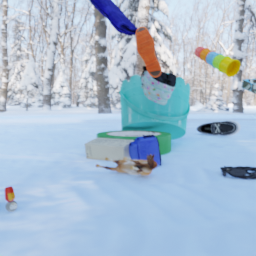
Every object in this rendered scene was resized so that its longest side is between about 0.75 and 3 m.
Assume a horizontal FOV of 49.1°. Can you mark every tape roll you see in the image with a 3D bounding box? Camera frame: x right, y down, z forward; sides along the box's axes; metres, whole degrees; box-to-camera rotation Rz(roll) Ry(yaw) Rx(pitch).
[{"bbox_3d":[0.199,0.498,9.898,2.633,0.633,2.633,0,4,0],"label":"tape roll"}]

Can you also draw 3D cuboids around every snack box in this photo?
[{"bbox_3d":[5.530,-1.478,10.785,1.211,0.387,2.084,-8,26,-14],"label":"snack box"}]

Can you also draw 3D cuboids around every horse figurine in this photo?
[{"bbox_3d":[0.063,0.855,6.384,1.616,0.403,1.071,-7,-17,40],"label":"horse figurine"}]

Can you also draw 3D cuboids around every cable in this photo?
[{"bbox_3d":[2.599,1.015,6.421,0.911,0.231,0.743,-1,-1,10],"label":"cable"}]

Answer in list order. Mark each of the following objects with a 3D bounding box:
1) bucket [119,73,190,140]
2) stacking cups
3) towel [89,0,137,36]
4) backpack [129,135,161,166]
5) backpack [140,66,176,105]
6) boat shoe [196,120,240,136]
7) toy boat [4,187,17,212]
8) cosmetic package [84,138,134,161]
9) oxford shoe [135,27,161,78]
[{"bbox_3d":[1.087,-0.742,11.618,3.082,2.005,3.082,3,-18,1],"label":"bucket"},{"bbox_3d":[3.702,-2.994,12.097,0.747,0.747,2.470,-2,32,-27],"label":"stacking cups"},{"bbox_3d":[-0.404,-3.083,7.663,0.343,1.386,1.023,-45,-16,25],"label":"towel"},{"bbox_3d":[0.442,0.582,7.736,0.852,0.825,1.016,-3,6,-1],"label":"backpack"},{"bbox_3d":[1.019,-1.402,9.279,1.218,0.924,1.460,12,26,-11],"label":"backpack"},{"bbox_3d":[4.653,0.025,14.652,0.777,0.823,2.294,-4,3,-40],"label":"boat shoe"},{"bbox_3d":[-2.098,1.136,4.190,0.811,0.377,0.682,-9,2,-9],"label":"toy boat"},{"bbox_3d":[-0.537,0.643,8.351,1.376,0.503,0.712,4,16,30],"label":"cosmetic package"},{"bbox_3d":[0.555,-2.156,7.962,0.511,1.434,0.523,-15,22,10],"label":"oxford shoe"}]
